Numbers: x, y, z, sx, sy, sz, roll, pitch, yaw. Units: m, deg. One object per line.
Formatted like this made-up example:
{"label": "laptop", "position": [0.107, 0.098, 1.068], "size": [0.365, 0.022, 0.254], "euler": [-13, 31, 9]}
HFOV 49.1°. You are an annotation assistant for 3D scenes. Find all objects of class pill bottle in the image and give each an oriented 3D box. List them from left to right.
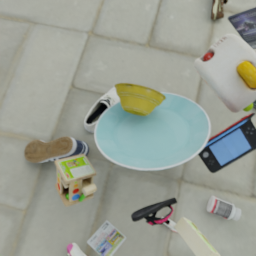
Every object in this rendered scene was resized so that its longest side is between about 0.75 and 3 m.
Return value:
{"label": "pill bottle", "position": [3.137, 2.658, 9.164], "size": [0.987, 0.546, 0.546], "euler": [21, 74, 7]}

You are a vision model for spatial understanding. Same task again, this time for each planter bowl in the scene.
{"label": "planter bowl", "position": [0.245, -0.654, 7.247], "size": [1.377, 1.377, 0.574], "euler": [13, 83, 4]}

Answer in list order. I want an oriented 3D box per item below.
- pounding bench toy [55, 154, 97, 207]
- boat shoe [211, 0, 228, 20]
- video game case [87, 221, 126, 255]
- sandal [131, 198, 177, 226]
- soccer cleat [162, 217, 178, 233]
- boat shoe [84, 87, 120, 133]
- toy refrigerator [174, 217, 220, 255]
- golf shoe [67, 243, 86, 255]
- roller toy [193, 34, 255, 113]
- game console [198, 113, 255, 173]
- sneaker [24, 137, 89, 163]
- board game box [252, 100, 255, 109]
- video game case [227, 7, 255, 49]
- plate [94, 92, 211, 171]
{"label": "pounding bench toy", "position": [-1.331, 1.592, 7.474], "size": [0.849, 1.066, 1.367], "euler": [-12, 38, -30]}
{"label": "boat shoe", "position": [3.814, -5.243, 11.591], "size": [0.608, 0.607, 1.644], "euler": [7, 84, 12]}
{"label": "video game case", "position": [-0.566, 2.971, 7.406], "size": [0.711, 0.086, 0.781], "euler": [35, 55, 21]}
{"label": "sandal", "position": [0.728, 1.951, 6.429], "size": [0.765, 2.038, 0.459], "euler": [-24, 73, 21]}
{"label": "soccer cleat", "position": [1.406, 3.165, 9.119], "size": [0.782, 0.333, 0.268], "euler": [32, 76, 10]}
{"label": "boat shoe", "position": [-0.773, -0.820, 10.134], "size": [0.819, 0.748, 2.275], "euler": [43, 77, 12]}
{"label": "toy refrigerator", "position": [1.530, 2.516, 6.279], "size": [0.373, 0.405, 1.067], "euler": [-50, 35, 4]}
{"label": "golf shoe", "position": [-0.951, 4.463, 8.541], "size": [1.113, 0.916, 2.433], "euler": [-31, 76, -26]}
{"label": "roller toy", "position": [2.940, -1.558, 7.817], "size": [1.486, 2.127, 1.940], "euler": [-40, 63, 17]}
{"label": "game console", "position": [2.649, 0.470, 7.248], "size": [1.670, 0.991, 1.439], "euler": [-33, 107, 11]}
{"label": "sneaker", "position": [-2.428, 0.831, 9.693], "size": [2.287, 1.241, 0.802], "euler": [-10, 73, 29]}
{"label": "board game box", "position": [4.787, -1.549, 10.616], "size": [1.273, 0.265, 1.882], "euler": [-43, 77, -12]}
{"label": "video game case", "position": [3.996, -3.104, 8.864], "size": [1.499, 1.071, 0.142], "euler": [38, 73, -28]}
{"label": "plate", "position": [0.598, 0.053, 7.224], "size": [2.943, 0.376, 2.943], "euler": [-5, 41, 4]}
